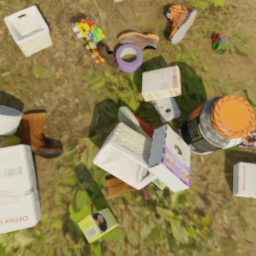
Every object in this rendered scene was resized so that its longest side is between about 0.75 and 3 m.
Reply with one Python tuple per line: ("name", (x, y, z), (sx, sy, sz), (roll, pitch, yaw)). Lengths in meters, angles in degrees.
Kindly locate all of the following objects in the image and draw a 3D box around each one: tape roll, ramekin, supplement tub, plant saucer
("tape roll", (0.042, -3.101, 12.450), (1.162, 0.494, 1.162), (0, 71, -1))
("ramekin", (-5.074, -0.314, 10.991), (1.585, 1.585, 0.832), (18, 101, 6))
("supplement tub", (3.077, -0.060, 10.067), (1.766, 2.882, 1.766), (2, 78, -10))
("plant saucer", (-6.054, 0.891, 11.078), (2.542, 0.616, 2.542), (27, 74, 8))

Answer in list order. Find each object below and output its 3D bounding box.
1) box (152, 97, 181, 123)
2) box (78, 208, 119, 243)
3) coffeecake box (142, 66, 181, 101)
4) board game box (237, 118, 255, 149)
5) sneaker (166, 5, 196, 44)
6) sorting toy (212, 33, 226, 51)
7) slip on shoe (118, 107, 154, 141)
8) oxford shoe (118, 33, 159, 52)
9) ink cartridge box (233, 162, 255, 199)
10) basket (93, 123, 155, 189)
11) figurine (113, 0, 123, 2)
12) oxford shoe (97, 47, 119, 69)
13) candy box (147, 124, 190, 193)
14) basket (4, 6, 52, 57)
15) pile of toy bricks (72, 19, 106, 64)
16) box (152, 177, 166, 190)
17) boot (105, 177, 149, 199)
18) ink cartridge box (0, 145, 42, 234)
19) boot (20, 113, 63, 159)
("box", (1.542, -1.009, 11.798), (0.814, 0.420, 1.396), (-20, 73, -6))
("box", (-0.951, 3.258, 9.534), (0.505, 2.014, 0.758), (-37, 76, 5))
("coffeecake box", (1.330, -1.768, 11.209), (1.452, 0.531, 1.115), (-8, 56, 20))
("board game box", (4.920, 0.199, 11.506), (0.851, 0.217, 1.257), (5, 72, 2))
("sneaker", (2.169, -4.818, 12.933), (1.206, 0.835, 2.152), (29, 64, 13))
("sorting toy", (4.166, -3.901, 12.784), (0.367, 0.537, 0.894), (14, 77, -32))
("slip on shoe", (0.475, 0.092, 11.304), (0.757, 0.916, 2.473), (-26, 65, -41))
("oxford shoe", (0.473, -3.837, 12.628), (1.830, 0.652, 0.667), (2, 77, 0))
("ink cartridge box", (4.908, 2.049, 10.638), (1.673, 0.706, 1.222), (8, 72, 3))
("basket", (0.040, 1.000, 10.135), (2.082, 1.412, 1.285), (33, 45, -8))
("figurine", (-0.565, -7.445, 13.764), (2.130, 0.940, 2.183), (41, 77, 20))
("oxford shoe", (-0.735, -2.956, 11.860), (0.515, 1.220, 0.443), (-27, 48, 26))
("candy box", (1.467, 1.035, 9.679), (1.508, 0.643, 1.797), (43, 39, -26))
("basket", (-4.348, -4.249, 12.450), (1.487, 1.206, 1.500), (-28, 73, -9))
("pile of toy bricks", (-1.432, -3.811, 11.819), (1.013, 2.051, 1.138), (-30, 43, 7))
("box", (1.375, 1.836, 10.993), (0.700, 0.176, 0.970), (39, 77, 12))
("boot", (-0.028, 2.334, 10.660), (1.413, 0.484, 1.330), (-23, 73, -8))
("ink cartridge box", (-4.419, 2.171, 10.004), (2.067, 1.168, 2.821), (-10, 86, -7))
("boot", (-3.483, 0.302, 11.395), (1.791, 0.651, 1.903), (-5, 65, 7))
